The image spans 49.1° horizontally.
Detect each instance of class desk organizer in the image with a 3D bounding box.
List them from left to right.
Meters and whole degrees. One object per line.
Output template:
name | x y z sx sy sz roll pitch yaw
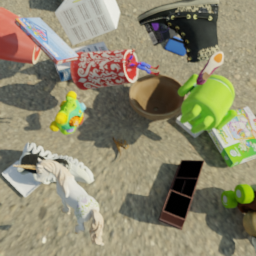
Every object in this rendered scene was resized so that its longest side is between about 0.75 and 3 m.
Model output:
desk organizer | 1.858 2.126 9.600 0.848 0.911 2.365 19 56 14

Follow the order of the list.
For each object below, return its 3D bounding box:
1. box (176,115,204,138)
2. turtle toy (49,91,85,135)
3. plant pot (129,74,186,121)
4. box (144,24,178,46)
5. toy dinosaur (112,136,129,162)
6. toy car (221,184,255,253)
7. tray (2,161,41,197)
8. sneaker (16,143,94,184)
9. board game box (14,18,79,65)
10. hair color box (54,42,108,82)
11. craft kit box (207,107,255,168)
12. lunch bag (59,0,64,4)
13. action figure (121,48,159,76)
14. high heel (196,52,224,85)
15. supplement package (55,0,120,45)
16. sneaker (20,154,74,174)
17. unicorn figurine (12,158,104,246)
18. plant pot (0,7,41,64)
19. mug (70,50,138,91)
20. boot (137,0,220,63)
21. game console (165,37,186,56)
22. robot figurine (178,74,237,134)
box | 2.898 -0.352 11.781 1.408 0.290 1.098 -35 62 -23
turtle toy | -1.755 -0.293 8.252 0.762 1.508 1.099 28 55 -16
plant pot | 1.193 -1.102 11.838 2.345 1.082 2.345 0 54 -1
box | 1.780 -4.423 11.869 1.845 0.979 1.128 -31 103 -18
toy dinosaur | -0.291 0.806 10.991 0.617 0.351 1.161 -28 50 10
toy car | 4.203 2.874 8.777 1.725 1.657 2.100 -1 65 -13
tray | -3.887 1.868 10.255 1.427 0.158 0.766 35 61 22
sneaker | -2.614 1.535 9.993 2.942 1.105 1.192 16 60 16
board game box | -2.438 -2.647 8.440 1.858 0.181 0.957 45 35 8
hair color box | -2.188 -3.218 13.542 2.617 0.792 1.309 -18 56 -13
craft kit box | 4.363 0.304 11.050 2.041 0.501 2.066 -18 62 -12
lunch bag | -3.362 -8.507 16.969 2.084 1.494 2.541 -26 46 -15
action figure | 0.383 -1.840 7.874 1.158 0.573 0.378 8 63 -16
high heel | 2.315 -1.686 7.997 0.374 0.532 1.109 32 76 -6
supplement package | -1.482 -4.434 10.775 1.863 1.370 1.782 -15 39 17
sneaker | -2.163 1.045 7.655 1.391 0.800 0.525 6 79 9
unicorn figurine | -1.459 1.722 7.012 2.509 1.723 0.926 25 48 21
plant pot | -4.075 -3.220 10.291 1.617 1.828 1.828 18 54 -10
mug | -0.788 -2.391 10.458 2.182 1.456 1.937 1 64 29
boot | 1.970 -3.484 10.429 2.995 2.262 1.081 -10 19 7
game console | 2.677 -4.300 14.757 1.159 0.686 0.989 28 28 18
robot figurine | 2.780 -0.886 9.714 2.105 1.388 2.400 41 60 -1
